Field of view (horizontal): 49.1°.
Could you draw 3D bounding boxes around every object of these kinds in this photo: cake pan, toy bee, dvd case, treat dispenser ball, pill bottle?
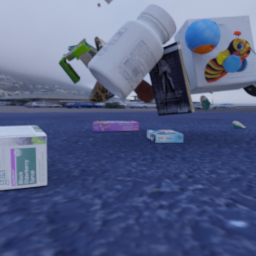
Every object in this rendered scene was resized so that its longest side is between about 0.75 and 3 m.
[{"bbox_3d":[5.545,-1.772,12.568,0.195,1.061,1.061,-44,13,-7],"label":"cake pan"},{"bbox_3d":[3.395,-2.351,8.876,2.243,1.219,1.468,-19,-3,22],"label":"toy bee"},{"bbox_3d":[1.351,-1.555,9.435,0.182,2.276,1.692,-19,9,-32],"label":"dvd case"},{"bbox_3d":[2.497,-3.066,9.421,1.165,1.165,1.165,0,5,0],"label":"treat dispenser ball"},{"bbox_3d":[0.189,-2.443,8.903,1.607,2.810,1.607,39,-7,5],"label":"pill bottle"}]

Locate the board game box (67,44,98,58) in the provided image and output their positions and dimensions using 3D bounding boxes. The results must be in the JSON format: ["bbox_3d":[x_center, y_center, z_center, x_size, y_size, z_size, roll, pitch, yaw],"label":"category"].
[{"bbox_3d":[-2.002,-3.602,13.276,1.589,0.231,1.070,10,-9,47],"label":"board game box"}]

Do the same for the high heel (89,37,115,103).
[{"bbox_3d":[-1.348,-2.365,12.211,2.088,2.928,1.046,-21,39,14],"label":"high heel"}]

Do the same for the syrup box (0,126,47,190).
[{"bbox_3d":[-2.228,0.495,5.724,0.943,0.911,2.315,-2,5,-23],"label":"syrup box"}]

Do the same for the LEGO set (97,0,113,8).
[{"bbox_3d":[-0.551,-3.503,7.031,0.701,0.939,0.230,40,18,-32],"label":"LEGO set"}]

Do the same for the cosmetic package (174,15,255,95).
[{"bbox_3d":[3.404,-2.755,10.981,2.572,2.580,1.586,-7,-6,-10],"label":"cosmetic package"}]

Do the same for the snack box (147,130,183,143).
[{"bbox_3d":[1.436,0.323,11.271,1.058,0.338,1.821,-1,5,-7],"label":"snack box"}]

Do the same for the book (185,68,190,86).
[{"bbox_3d":[1.716,-1.928,9.928,0.330,1.374,0.918,-7,-16,-15],"label":"book"}]

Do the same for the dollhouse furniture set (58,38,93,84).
[{"bbox_3d":[-1.790,-2.541,10.440,1.193,0.914,1.822,-36,24,7],"label":"dollhouse furniture set"}]

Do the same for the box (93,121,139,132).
[{"bbox_3d":[-0.722,-0.109,15.496,2.447,0.478,1.675,-1,5,-7],"label":"box"}]

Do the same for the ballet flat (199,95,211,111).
[{"bbox_3d":[3.527,-1.186,12.872,0.464,0.393,1.228,-30,-25,7],"label":"ballet flat"}]

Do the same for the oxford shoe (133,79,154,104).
[{"bbox_3d":[0.496,-2.199,14.079,2.468,0.873,0.911,47,3,-37],"label":"oxford shoe"}]

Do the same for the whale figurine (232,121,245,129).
[{"bbox_3d":[6.563,-0.097,16.697,0.606,0.395,0.762,-1,28,-46],"label":"whale figurine"}]
